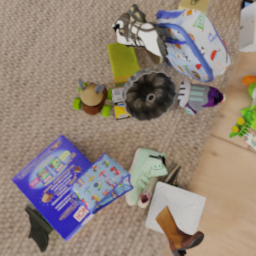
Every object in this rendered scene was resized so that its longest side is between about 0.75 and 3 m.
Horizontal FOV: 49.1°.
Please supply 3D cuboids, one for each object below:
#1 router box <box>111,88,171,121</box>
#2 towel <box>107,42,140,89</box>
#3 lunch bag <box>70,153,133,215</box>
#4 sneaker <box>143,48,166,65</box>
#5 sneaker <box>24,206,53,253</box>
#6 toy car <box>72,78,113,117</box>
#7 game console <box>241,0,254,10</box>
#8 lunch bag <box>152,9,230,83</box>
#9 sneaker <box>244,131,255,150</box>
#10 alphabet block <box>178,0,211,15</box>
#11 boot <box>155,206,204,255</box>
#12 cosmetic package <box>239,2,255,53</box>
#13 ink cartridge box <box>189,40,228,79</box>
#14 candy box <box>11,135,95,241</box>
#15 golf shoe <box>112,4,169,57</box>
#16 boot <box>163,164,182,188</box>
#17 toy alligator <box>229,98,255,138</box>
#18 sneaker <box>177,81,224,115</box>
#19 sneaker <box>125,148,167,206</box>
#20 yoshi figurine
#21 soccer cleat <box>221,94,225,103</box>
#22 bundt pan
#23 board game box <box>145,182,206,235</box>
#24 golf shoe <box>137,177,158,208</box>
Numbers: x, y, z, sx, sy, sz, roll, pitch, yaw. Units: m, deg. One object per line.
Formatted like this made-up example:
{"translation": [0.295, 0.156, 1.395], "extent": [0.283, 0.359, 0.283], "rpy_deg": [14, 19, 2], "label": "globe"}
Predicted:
{"translation": [0.560, -1.030, 10.610], "extent": [2.268, 1.692, 0.579], "rpy_deg": [-11, 70, -3], "label": "router box"}
{"translation": [-0.104, -2.514, 11.905], "extent": [1.192, 0.250, 2.769], "rpy_deg": [-11, 71, -5], "label": "towel"}
{"translation": [-0.735, 1.434, 6.915], "extent": [1.370, 0.645, 1.032], "rpy_deg": [-34, 46, -24], "label": "lunch bag"}
{"translation": [1.200, -3.735, 12.135], "extent": [1.058, 0.791, 2.358], "rpy_deg": [-17, 65, -22], "label": "sneaker"}
{"translation": [-3.217, 3.489, 9.665], "extent": [1.535, 0.461, 0.801], "rpy_deg": [39, 70, 9], "label": "sneaker"}
{"translation": [-1.345, -1.368, 10.659], "extent": [1.495, 1.820, 1.436], "rpy_deg": [14, 72, 4], "label": "toy car"}
{"translation": [5.711, -5.901, 13.104], "extent": [1.182, 0.242, 2.004], "rpy_deg": [12, 72, 4], "label": "game console"}
{"translation": [1.779, -2.713, 8.993], "extent": [1.104, 2.921, 2.340], "rpy_deg": [-44, 116, 1], "label": "lunch bag"}
{"translation": [4.785, 0.613, 10.802], "extent": [0.446, 0.336, 0.954], "rpy_deg": [-16, 73, 14], "label": "sneaker"}
{"translation": [2.868, -5.209, 12.376], "extent": [1.200, 1.172, 1.178], "rpy_deg": [19, 70, 7], "label": "alphabet block"}
{"translation": [1.318, 2.601, 7.342], "extent": [0.425, 1.169, 1.242], "rpy_deg": [1, 45, -33], "label": "boot"}
{"translation": [4.096, -3.274, 9.219], "extent": [0.521, 0.716, 1.408], "rpy_deg": [7, 84, -19], "label": "cosmetic package"}
{"translation": [3.221, -2.805, 11.563], "extent": [1.467, 1.066, 1.061], "rpy_deg": [-8, 71, -3], "label": "ink cartridge box"}
{"translation": [-2.192, 2.072, 9.842], "extent": [2.788, 1.074, 2.357], "rpy_deg": [43, 74, 15], "label": "candy box"}
{"translation": [0.337, -2.744, 8.577], "extent": [1.181, 0.972, 2.499], "rpy_deg": [-32, 49, 2], "label": "golf shoe"}
{"translation": [1.813, 2.329, 9.973], "extent": [1.337, 0.650, 1.776], "rpy_deg": [30, 77, 11], "label": "boot"}
{"translation": [3.513, -0.186, 8.288], "extent": [0.431, 1.452, 0.394], "rpy_deg": [1, 36, -41], "label": "toy alligator"}
{"translation": [2.411, -0.835, 8.776], "extent": [1.171, 2.676, 0.996], "rpy_deg": [10, 96, 24], "label": "sneaker"}
{"translation": [0.678, 1.752, 9.903], "extent": [1.261, 0.787, 2.138], "rpy_deg": [4, 66, 30], "label": "sneaker"}
{"translation": [5.127, -0.966, 10.834], "extent": [1.481, 1.486, 2.645], "rpy_deg": [-9, 73, 13], "label": "yoshi figurine"}
{"translation": [3.505, -1.299, 11.454], "extent": [0.960, 0.333, 0.372], "rpy_deg": [11, 66, -3], "label": "soccer cleat"}
{"translation": [0.618, -1.109, 8.961], "extent": [1.822, 1.822, 0.684], "rpy_deg": [-20, 38, -7], "label": "bundt pan"}
{"translation": [1.596, 2.863, 9.582], "extent": [1.680, 0.217, 1.679], "rpy_deg": [16, 97, 13], "label": "board game box"}
{"translation": [0.755, 2.292, 10.050], "extent": [0.458, 0.557, 1.217], "rpy_deg": [25, 71, 9], "label": "golf shoe"}
